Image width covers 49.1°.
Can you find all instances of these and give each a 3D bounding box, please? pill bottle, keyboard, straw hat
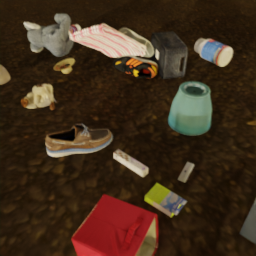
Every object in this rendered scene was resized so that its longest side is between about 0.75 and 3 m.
[{"bbox_3d":[-3.656,-6.298,18.248,0.676,0.676,1.214,20,44,22],"label":"pill bottle"},{"bbox_3d":[4.629,-4.230,15.432,1.099,1.099,1.958,-25,46,-27],"label":"pill bottle"},{"bbox_3d":[1.946,1.475,9.387,0.253,0.048,0.899,16,42,26],"label":"keyboard"},{"bbox_3d":[-3.233,-3.094,14.548,1.151,0.487,1.151,-12,40,10],"label":"straw hat"}]

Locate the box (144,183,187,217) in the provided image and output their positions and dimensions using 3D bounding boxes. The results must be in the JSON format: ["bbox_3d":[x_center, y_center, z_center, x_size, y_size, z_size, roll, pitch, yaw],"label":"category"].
[{"bbox_3d":[1.115,2.171,8.363,1.081,0.258,0.659,27,47,29],"label":"box"}]

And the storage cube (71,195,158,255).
[{"bbox_3d":[-0.237,2.726,6.671,1.481,1.648,1.408,14,42,25],"label":"storage cube"}]

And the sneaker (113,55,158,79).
[{"bbox_3d":[0.287,-3.030,14.188,2.377,0.831,1.070,12,38,11],"label":"sneaker"}]

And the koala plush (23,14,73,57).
[{"bbox_3d":[-4.611,-5.143,15.862,2.412,2.139,2.216,8,52,4],"label":"koala plush"}]

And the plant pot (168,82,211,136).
[{"bbox_3d":[2.480,-0.863,10.972,1.714,1.610,1.714,0,39,0],"label":"plant pot"}]

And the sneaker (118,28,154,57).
[{"bbox_3d":[0.393,-3.896,12.582,1.866,0.656,0.748,34,22,-15],"label":"sneaker"}]

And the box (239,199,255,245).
[{"bbox_3d":[3.712,2.052,7.265,1.296,1.837,0.724,-32,49,-32],"label":"box"}]

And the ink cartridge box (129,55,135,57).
[{"bbox_3d":[0.179,-4.568,16.049,0.611,0.846,0.358,16,46,19],"label":"ink cartridge box"}]

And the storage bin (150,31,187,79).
[{"bbox_3d":[2.017,-3.783,14.454,1.146,1.652,2.444,-8,40,-10],"label":"storage bin"}]

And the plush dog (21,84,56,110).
[{"bbox_3d":[-3.913,-1.208,12.056,1.254,1.172,1.461,-14,12,5],"label":"plush dog"}]

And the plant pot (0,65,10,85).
[{"bbox_3d":[-6.565,-2.735,13.871,1.187,0.797,1.187,1,40,0],"label":"plant pot"}]

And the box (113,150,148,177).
[{"bbox_3d":[0.072,1.191,9.541,1.362,0.282,0.263,28,47,31],"label":"box"}]

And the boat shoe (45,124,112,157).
[{"bbox_3d":[-1.724,0.380,10.036,2.426,0.878,0.876,-15,42,-17],"label":"boat shoe"}]

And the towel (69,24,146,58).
[{"bbox_3d":[-0.910,-3.445,11.539,2.192,0.448,2.995,17,-1,-36],"label":"towel"}]
